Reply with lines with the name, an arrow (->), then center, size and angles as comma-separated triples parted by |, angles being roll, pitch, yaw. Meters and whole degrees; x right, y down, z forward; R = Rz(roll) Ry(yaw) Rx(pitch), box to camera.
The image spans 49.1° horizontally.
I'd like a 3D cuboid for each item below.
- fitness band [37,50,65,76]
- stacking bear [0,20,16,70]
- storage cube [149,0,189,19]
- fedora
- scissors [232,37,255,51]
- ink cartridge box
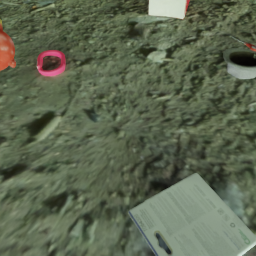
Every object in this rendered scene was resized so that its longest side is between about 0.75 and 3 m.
fitness band -> -2.818, -2.401, 10.317 | 0.996, 0.260, 1.387 | -5, 47, -8
stacking bear -> -3.198, -2.051, 5.700 | 1.305, 1.394, 2.295 | -43, 75, -2
storage cube -> 1.974, -6.388, 12.938 | 1.724, 2.017, 1.813 | 12, 54, 10
fedora -> 4.014, -2.179, 9.790 | 1.490, 0.673, 1.318 | 6, 47, 6
scissors -> 3.559, -2.474, 8.299 | 0.417, 0.079, 1.139 | -4, 36, -18
ink cartridge box -> 1.296, 2.111, 5.892 | 1.947, 0.422, 1.912 | -24, 51, -19
